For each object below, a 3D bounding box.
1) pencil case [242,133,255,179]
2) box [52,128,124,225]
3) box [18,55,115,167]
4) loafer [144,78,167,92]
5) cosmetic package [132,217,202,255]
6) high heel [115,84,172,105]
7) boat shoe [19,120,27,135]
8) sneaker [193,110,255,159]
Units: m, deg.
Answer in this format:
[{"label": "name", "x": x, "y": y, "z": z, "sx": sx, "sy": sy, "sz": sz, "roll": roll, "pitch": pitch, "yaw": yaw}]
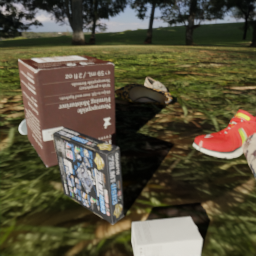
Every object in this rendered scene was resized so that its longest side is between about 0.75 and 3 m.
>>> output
[{"label": "pencil case", "x": 3.574, "y": 0.878, "z": 6.923, "sx": 1.039, "sy": 0.904, "sz": 2.323, "roll": -11, "pitch": 18, "yaw": 14}, {"label": "box", "x": -0.819, "y": 0.943, "z": 5.747, "sx": 1.605, "sy": 1.618, "sz": 0.402, "roll": 16, "pitch": 31, "yaw": 37}, {"label": "box", "x": -1.836, "y": -0.691, "z": 8.506, "sx": 2.247, "sy": 2.708, "sz": 2.224, "roll": -13, "pitch": 25, "yaw": -29}, {"label": "loafer", "x": 1.509, "y": -2.414, "z": 16.003, "sx": 0.721, "sy": 0.631, "sz": 2.006, "roll": -10, "pitch": 23, "yaw": -25}, {"label": "cosmetic package", "x": 0.635, "y": 1.920, "z": 4.795, "sx": 1.090, "sy": 0.462, "sz": 0.586, "roll": -1, "pitch": 21, "yaw": -6}, {"label": "high heel", "x": 0.748, "y": -1.566, "z": 13.265, "sx": 2.569, "sy": 0.917, "sz": 1.831, "roll": 2, "pitch": 13, "yaw": -20}, {"label": "boat shoe", "x": -3.659, "y": -0.147, "z": 10.360, "sx": 0.642, "sy": 0.500, "sz": 1.415, "roll": -23, "pitch": 24, "yaw": 32}, {"label": "sneaker", "x": 3.223, "y": 0.088, "z": 8.496, "sx": 2.971, "sy": 1.262, "sz": 1.144, "roll": -10, "pitch": 23, "yaw": -24}]
